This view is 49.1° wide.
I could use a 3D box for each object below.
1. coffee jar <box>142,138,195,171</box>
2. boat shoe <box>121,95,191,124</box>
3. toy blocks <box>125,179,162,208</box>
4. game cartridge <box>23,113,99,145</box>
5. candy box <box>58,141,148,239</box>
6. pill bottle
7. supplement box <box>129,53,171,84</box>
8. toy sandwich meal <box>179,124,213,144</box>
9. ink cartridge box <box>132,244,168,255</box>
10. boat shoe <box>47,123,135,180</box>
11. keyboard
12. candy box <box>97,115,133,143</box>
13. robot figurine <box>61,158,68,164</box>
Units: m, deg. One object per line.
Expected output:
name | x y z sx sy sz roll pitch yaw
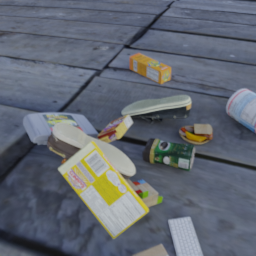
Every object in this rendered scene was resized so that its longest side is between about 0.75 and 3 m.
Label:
coffee jar | 1.284 0.831 8.968 1.591 0.679 0.830 10 40 19
boat shoe | 1.080 -0.625 10.908 2.786 0.867 1.039 -6 28 18
toy blocks | 0.077 1.846 7.797 1.484 0.742 1.015 -10 28 -32
game cartridge | -2.250 -0.013 9.405 2.246 0.459 1.495 -1 28 -36
candy box | -0.608 1.494 6.829 1.116 2.183 0.288 -39 -3 8
pill bottle | 4.857 -0.453 10.364 1.225 1.225 2.252 -18 41 -23
supplement box | 1.084 -3.029 14.203 0.771 0.797 2.318 -30 49 -31
toy sandwich meal | 2.458 0.154 10.129 1.234 0.423 1.234 5 33 -3
ink cartridge box | 0.334 3.642 5.154 1.929 0.879 2.341 -16 39 -19
boat shoe | -1.047 0.810 7.989 2.611 0.777 0.938 29 25 -9
keyboard | 1.460 3.044 6.600 0.597 0.113 2.121 -4 37 -5
candy box | -0.410 0.043 9.217 0.749 0.362 1.283 -21 14 27
robot figurine | -1.383 1.170 8.638 1.521 0.443 1.103 24 63 23
